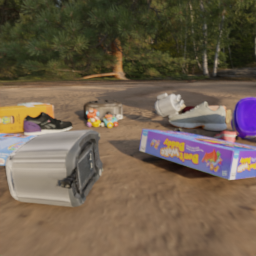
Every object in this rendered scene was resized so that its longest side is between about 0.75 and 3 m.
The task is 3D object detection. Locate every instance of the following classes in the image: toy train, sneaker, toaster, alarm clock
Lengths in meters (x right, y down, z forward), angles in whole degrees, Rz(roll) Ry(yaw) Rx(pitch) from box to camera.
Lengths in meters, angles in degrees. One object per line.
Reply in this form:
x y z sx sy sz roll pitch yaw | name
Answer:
-1.054 -0.473 11.093 1.543 0.429 1.159 5 36 15 | toy train
2.610 -0.503 10.655 2.232 1.027 0.845 6 13 25 | sneaker
-2.781 -0.199 9.885 1.745 0.764 0.661 -9 16 -36 | sneaker
-1.289 0.716 5.124 1.264 1.112 1.957 -2 16 11 | toaster
2.656 0.439 7.845 0.465 0.547 1.261 6 -11 8 | sneaker
-1.035 -0.761 12.402 1.760 0.868 2.609 -4 16 -19 | alarm clock

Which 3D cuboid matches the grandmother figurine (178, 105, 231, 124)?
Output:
3.002 -0.689 12.170 2.653 0.803 1.609 13 9 37 | grandmother figurine

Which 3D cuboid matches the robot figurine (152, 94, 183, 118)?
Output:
1.472 -0.821 10.480 1.177 0.998 0.665 -20 18 35 | robot figurine

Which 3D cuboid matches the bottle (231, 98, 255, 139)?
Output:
3.607 -0.203 8.541 0.830 1.062 2.543 -1 -7 17 | bottle

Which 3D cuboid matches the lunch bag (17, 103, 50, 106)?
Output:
-4.508 -0.903 13.534 1.426 0.550 1.144 7 12 29 | lunch bag

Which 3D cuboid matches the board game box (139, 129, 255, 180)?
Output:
1.656 0.518 6.299 1.622 0.540 2.412 4 6 -39 | board game box

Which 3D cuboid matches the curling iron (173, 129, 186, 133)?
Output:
1.955 0.349 7.661 0.263 0.510 2.059 6 2 -39 | curling iron

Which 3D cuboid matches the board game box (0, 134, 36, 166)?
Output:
-3.320 0.530 7.448 2.170 0.397 1.641 1 13 12 | board game box

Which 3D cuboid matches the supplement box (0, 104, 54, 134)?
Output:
-4.126 -0.319 10.068 2.759 0.918 0.949 -8 14 -34 | supplement box
